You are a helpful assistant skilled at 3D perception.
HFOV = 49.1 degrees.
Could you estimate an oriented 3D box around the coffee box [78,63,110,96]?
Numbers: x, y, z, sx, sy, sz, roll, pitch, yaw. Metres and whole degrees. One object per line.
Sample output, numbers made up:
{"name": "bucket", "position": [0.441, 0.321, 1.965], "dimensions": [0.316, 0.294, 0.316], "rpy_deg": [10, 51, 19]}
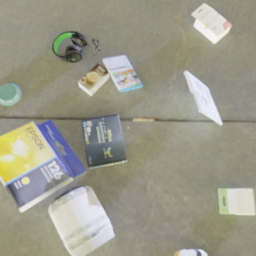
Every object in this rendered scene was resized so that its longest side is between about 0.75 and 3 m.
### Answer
{"name": "coffee box", "position": [-1.444, -2.059, 11.934], "dimensions": [0.698, 0.487, 1.221], "rpy_deg": [39, 76, 12]}

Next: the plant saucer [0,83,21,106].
{"name": "plant saucer", "position": [-5.094, -1.463, 11.899], "dimensions": [1.068, 0.192, 1.068], "rpy_deg": [0, 71, 0]}

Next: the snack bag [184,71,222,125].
{"name": "snack bag", "position": [2.933, -1.107, 10.913], "dimensions": [0.212, 1.869, 1.982], "rpy_deg": [-32, 56, 30]}

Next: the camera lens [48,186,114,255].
{"name": "camera lens", "position": [-1.614, 3.157, 9.602], "dimensions": [1.654, 1.654, 2.067], "rpy_deg": [-30, 74, -9]}

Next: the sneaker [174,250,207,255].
{"name": "sneaker", "position": [2.418, 5.470, 9.173], "dimensions": [1.234, 1.065, 2.816], "rpy_deg": [-10, 73, -4]}

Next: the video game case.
{"name": "video game case", "position": [-0.232, -2.337, 11.945], "dimensions": [1.186, 0.148, 1.657], "rpy_deg": [-19, 72, -33]}

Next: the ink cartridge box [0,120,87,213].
{"name": "ink cartridge box", "position": [-3.406, 1.168, 10.396], "dimensions": [2.782, 0.654, 2.749], "rpy_deg": [-31, 74, -26]}

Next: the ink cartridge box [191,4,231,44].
{"name": "ink cartridge box", "position": [3.722, -4.778, 12.789], "dimensions": [0.960, 0.556, 1.648], "rpy_deg": [-41, 78, -12]}

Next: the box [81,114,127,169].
{"name": "box", "position": [-0.959, 0.531, 11.076], "dimensions": [1.543, 0.499, 1.956], "rpy_deg": [-9, 72, -4]}

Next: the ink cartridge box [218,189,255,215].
{"name": "ink cartridge box", "position": [4.029, 2.757, 10.460], "dimensions": [1.291, 0.310, 0.940], "rpy_deg": [-1, 71, 5]}

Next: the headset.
{"name": "headset", "position": [-2.283, -3.587, 12.126], "dimensions": [2.293, 1.077, 1.416], "rpy_deg": [12, 73, 16]}
